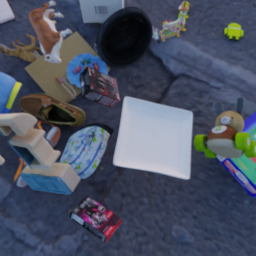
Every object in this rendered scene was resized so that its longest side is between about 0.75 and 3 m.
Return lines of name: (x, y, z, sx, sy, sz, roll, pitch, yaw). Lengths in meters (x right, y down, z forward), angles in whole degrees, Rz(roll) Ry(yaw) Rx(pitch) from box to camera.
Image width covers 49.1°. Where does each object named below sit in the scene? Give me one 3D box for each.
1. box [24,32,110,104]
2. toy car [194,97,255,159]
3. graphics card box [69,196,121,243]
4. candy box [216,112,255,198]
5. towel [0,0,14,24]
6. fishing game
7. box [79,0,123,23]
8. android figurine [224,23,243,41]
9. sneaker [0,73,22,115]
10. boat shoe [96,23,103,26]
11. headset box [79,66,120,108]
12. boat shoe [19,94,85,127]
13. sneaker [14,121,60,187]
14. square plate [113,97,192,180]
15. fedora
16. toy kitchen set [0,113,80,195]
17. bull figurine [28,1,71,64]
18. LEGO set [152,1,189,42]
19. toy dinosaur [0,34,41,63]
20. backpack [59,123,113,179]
box: (-2.212, -2.155, 10.292, 2.414, 0.257, 1.973, -40, 83, -12)
toy car: (2.918, -0.074, 8.250, 1.460, 1.402, 1.777, -5, 66, 39)
graphics card box: (-0.935, 2.606, 8.078, 1.298, 0.330, 0.814, 29, 34, 17)
candy box: (4.334, 0.679, 9.109, 2.423, 0.933, 2.049, -36, 74, -12)
towel: (-5.391, -4.638, 11.240, 1.316, 0.212, 1.257, -26, 73, -8)
fishing game: (-1.485, -2.037, 10.043, 2.088, 0.325, 1.495, -40, 80, -12)
box: (-0.963, -5.411, 10.787, 1.571, 1.231, 2.526, 0, 64, 0)
android figurine: (4.144, -3.775, 10.981, 0.716, 0.162, 0.787, 7, 73, 2)
sneaker: (-4.094, -0.283, 8.020, 1.120, 0.942, 2.857, 23, 105, -24)
boat shoe: (-0.955, -4.091, 11.024, 0.876, 0.284, 0.321, 37, 53, 16)
headset box: (-0.823, -1.214, 8.610, 1.249, 0.468, 0.928, 18, 49, -39)
boat shoe: (-2.661, -0.628, 9.468, 2.394, 0.814, 0.861, 12, 101, 5)
sneaker: (-3.307, 0.750, 9.223, 1.272, 0.881, 2.271, 22, 63, 11)
square plate: (0.717, 0.270, 7.570, 2.032, 0.289, 2.013, 12, 64, -8)
fedora: (-0.245, -3.359, 10.244, 2.261, 2.261, 1.033, -29, 40, -9)
toy kitchen set: (-2.886, 1.182, 6.805, 1.591, 2.701, 2.164, -1, 42, 33)
bull figurine: (-2.433, -2.999, 8.816, 1.147, 0.615, 1.889, -28, 87, 3)
LEGO set: (1.809, -4.181, 10.762, 2.213, 0.824, 1.018, -40, 76, -12)
toy dinosaur: (-3.563, -2.728, 10.496, 2.388, 0.721, 1.268, 23, 100, 0)
backpack: (-1.330, 0.719, 8.584, 1.411, 1.330, 1.730, -18, 54, 39)
